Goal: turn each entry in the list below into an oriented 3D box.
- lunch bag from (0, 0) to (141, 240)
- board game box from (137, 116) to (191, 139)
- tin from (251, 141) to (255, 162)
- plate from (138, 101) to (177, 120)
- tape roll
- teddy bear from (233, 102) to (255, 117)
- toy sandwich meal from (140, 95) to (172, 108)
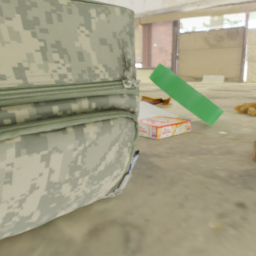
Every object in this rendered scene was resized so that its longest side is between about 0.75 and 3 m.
[{"bbox_3d":[-1.223,-0.059,2.972,1.974,2.377,2.834,10,16,41],"label":"lunch bag"},{"bbox_3d":[0.874,-0.038,7.896,1.134,0.347,1.497,11,16,44],"label":"board game box"},{"bbox_3d":[3.270,0.544,4.966,1.176,0.440,2.100,-3,11,-34],"label":"tin"},{"bbox_3d":[0.294,-0.509,9.601,2.025,0.327,2.021,-4,23,-34],"label":"plate"},{"bbox_3d":[1.807,-1.062,8.797,2.513,0.604,2.513,35,14,-10],"label":"tape roll"},{"bbox_3d":[5.130,-0.806,11.092,1.338,0.616,1.846,-5,12,-15],"label":"teddy bear"},{"bbox_3d":[1.412,-1.314,13.732,1.593,0.546,1.593,0,11,0],"label":"toy sandwich meal"}]
